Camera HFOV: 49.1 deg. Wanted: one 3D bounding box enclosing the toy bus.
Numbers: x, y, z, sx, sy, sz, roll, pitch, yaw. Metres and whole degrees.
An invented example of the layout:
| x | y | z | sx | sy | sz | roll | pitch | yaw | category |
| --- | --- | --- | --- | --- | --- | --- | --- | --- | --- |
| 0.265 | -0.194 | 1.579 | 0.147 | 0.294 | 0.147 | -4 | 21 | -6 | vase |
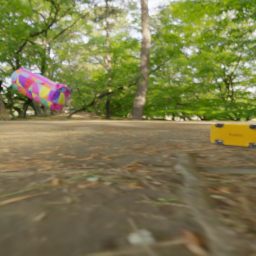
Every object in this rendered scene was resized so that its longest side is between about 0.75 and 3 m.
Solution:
| x | y | z | sx | sy | sz | roll | pitch | yaw | category |
| --- | --- | --- | --- | --- | --- | --- | --- | --- | --- |
| 4.105 | 0.239 | 9.733 | 0.949 | 0.789 | 2.424 | -2 | 4 | -40 | toy bus |

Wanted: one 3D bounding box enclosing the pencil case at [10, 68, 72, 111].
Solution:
| x | y | z | sx | sy | sz | roll | pitch | yaw | category |
| --- | --- | --- | --- | --- | --- | --- | --- | --- | --- |
| -3.146 | -1.439 | 10.056 | 2.330 | 1.030 | 1.030 | 23 | 13 | 25 | pencil case |
